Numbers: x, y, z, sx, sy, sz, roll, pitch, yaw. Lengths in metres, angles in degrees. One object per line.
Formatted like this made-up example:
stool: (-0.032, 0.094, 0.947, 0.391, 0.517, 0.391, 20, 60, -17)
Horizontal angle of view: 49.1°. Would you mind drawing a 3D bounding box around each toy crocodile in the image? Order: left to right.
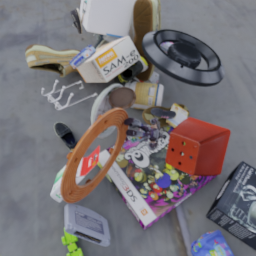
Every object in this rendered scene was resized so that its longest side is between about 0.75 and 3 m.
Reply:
toy crocodile: (-1.473, 3.172, 7.433, 0.397, 0.363, 1.177, -20, 54, -12)

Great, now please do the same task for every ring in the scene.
ring: (-0.800, 0.663, 6.923, 0.252, 2.626, 2.626, 29, 61, 19)

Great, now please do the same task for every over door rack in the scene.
over door rack: (-1.961, -1.207, 9.480, 1.596, 0.532, 1.179, -19, 43, -33)

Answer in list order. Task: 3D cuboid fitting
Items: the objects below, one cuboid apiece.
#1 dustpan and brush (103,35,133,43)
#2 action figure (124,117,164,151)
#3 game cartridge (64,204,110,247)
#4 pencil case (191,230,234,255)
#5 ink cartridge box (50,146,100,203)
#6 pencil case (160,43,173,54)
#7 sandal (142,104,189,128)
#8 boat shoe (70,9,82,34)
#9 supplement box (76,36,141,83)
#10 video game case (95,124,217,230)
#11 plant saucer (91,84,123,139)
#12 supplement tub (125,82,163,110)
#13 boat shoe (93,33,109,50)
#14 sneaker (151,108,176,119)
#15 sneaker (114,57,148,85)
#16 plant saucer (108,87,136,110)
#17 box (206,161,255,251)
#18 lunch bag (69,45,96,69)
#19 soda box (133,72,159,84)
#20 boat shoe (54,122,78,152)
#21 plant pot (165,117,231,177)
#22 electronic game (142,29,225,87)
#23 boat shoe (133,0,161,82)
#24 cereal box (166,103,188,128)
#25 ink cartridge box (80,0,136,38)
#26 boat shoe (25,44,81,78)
dustpan and brush: (-0.192, -3.001, 10.294, 1.419, 2.033, 0.582, 23, 93, -19)
action figure: (0.511, 0.134, 7.303, 0.477, 1.376, 0.895, -16, 68, 42)
game cartridge: (-1.067, 2.479, 7.251, 0.272, 1.332, 0.887, -46, 30, 19)
pencil case: (2.328, 3.681, 6.734, 0.982, 0.882, 2.261, -14, 57, -16)
ink cartridge box: (-1.381, 1.094, 7.445, 0.376, 1.209, 1.502, 40, 100, -15)
pencil case: (1.275, -3.000, 10.196, 1.135, 0.472, 0.515, 24, 27, -6)
sandal: (1.210, -0.360, 9.063, 1.778, 0.480, 0.714, -12, 74, -31)
boat shoe: (-1.865, -3.797, 10.062, 0.334, 1.065, 0.387, -17, 64, -10)
supplement box: (-0.775, -2.233, 9.475, 1.438, 0.839, 2.283, -38, 21, -14)
video game case: (0.870, 1.172, 8.633, 2.888, 0.517, 2.618, -30, 62, -18)
plant saucer: (-0.669, -0.542, 8.395, 0.429, 1.710, 1.710, 24, 59, 22)
supplement tub: (0.541, -1.122, 9.868, 1.314, 0.951, 0.951, 9, 57, 6)
boat shoe: (-0.894, -3.716, 11.625, 0.697, 0.844, 2.255, 26, 66, 18)
sneaker: (1.028, -0.399, 8.401, 0.770, 0.316, 0.270, 12, 73, -5)
sneaker: (-0.105, -1.938, 9.881, 0.769, 1.816, 0.676, -40, 98, -33)
plant saucer: (-0.175, -0.872, 8.175, 0.817, 0.817, 0.131, -10, 41, -6)
box: (3.344, 2.138, 7.641, 1.666, 1.050, 1.694, 33, 63, 16)
lunch bag: (-1.263, -1.977, 7.781, 0.290, 0.769, 0.616, 51, 39, -12)
soda box: (0.479, -2.113, 10.822, 1.440, 0.458, 0.490, 36, 64, 21)
boat shoe: (-2.056, 0.234, 9.304, 0.497, 0.414, 1.331, -31, 60, -17)
plant pot: (1.627, 0.528, 6.985, 1.237, 1.238, 1.091, 22, 22, 39)
electronic game: (1.670, -2.143, 8.405, 2.657, 0.553, 2.657, 12, 44, -12)
boat shoe: (0.711, -2.967, 9.600, 1.039, 2.836, 0.889, 27, 42, 27)
cereal box: (1.553, -0.333, 8.833, 0.572, 0.157, 0.795, 35, 54, -8)
ink cartridge box: (-0.806, -4.232, 9.920, 1.464, 1.457, 1.996, 4, 30, -21)
boat shoe: (-2.409, -2.301, 10.403, 2.662, 0.954, 1.014, -1, 64, -28)
